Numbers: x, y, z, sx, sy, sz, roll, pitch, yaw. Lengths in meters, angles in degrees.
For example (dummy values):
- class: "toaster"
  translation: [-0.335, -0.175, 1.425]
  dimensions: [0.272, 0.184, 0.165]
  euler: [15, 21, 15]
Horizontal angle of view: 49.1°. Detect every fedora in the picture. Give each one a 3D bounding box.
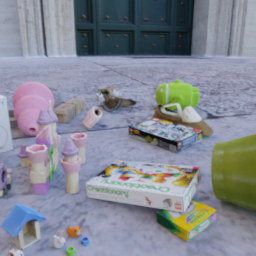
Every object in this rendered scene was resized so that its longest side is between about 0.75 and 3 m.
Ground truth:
- class: "fedora"
  translation: [-4.382, -1.462, 14.108]
  dimensions: [2.475, 1.117, 2.189]
  euler: [-2, 19, -7]

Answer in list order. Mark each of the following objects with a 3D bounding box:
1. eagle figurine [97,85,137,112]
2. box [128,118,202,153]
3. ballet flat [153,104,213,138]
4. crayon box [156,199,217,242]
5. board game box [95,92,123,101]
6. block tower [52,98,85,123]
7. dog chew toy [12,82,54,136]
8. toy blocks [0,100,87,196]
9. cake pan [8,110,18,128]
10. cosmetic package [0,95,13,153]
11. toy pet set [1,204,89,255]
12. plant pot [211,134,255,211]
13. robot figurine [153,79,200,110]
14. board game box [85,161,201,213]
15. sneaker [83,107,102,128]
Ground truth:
- class: "eagle figurine"
  translation: [-0.729, -1.431, 14.378]
  dimensions: [1.443, 1.435, 1.902]
  euler: [-44, 67, -6]
- class: "box"
  translation: [1.337, 0.204, 10.282]
  dimensions: [2.257, 0.450, 1.545]
  euler: [18, 26, 41]
- class: "ballet flat"
  translation: [2.103, -0.428, 11.212]
  dimensions: [0.962, 1.026, 2.837]
  euler: [-21, 28, -35]
- class: "crayon box"
  translation: [1.202, 1.821, 5.772]
  dimensions: [0.952, 0.278, 0.822]
  euler: [-18, 23, -38]
- class: "board game box"
  translation: [-1.132, -1.875, 16.660]
  dimensions: [1.426, 0.244, 0.958]
  euler: [-7, 21, -19]
- class: "block tower"
  translation: [-2.707, -0.839, 13.058]
  dimensions: [0.629, 0.674, 2.331]
  euler: [4, 18, 11]
- class: "dog chew toy"
  translation: [-3.794, -0.700, 11.160]
  dimensions: [1.647, 1.647, 2.645]
  euler: [-4, 38, -13]
- class: "toy blocks"
  translation: [-2.303, 0.435, 7.356]
  dimensions: [2.275, 1.915, 2.126]
  euler: [-1, 19, -3]
- class: "cake pan"
  translation: [-5.378, -0.370, 12.110]
  dimensions: [1.904, 0.349, 1.904]
  euler: [0, 19, 0]
- class: "cosmetic package"
  translation: [-4.895, 0.085, 8.505]
  dimensions: [2.428, 1.830, 0.627]
  euler: [-18, 25, -41]
- class: "toy pet set"
  translation: [-1.593, 1.859, 5.075]
  dimensions: [1.239, 0.705, 1.327]
  euler: [16, 24, 39]
- class: "plant pot"
  translation: [2.962, 0.964, 6.116]
  dimensions: [2.020, 2.098, 2.098]
  euler: [-3, 15, 31]
- class: "robot figurine"
  translation: [2.415, -1.603, 14.212]
  dimensions: [2.271, 1.314, 1.993]
  euler: [3, 39, 3]
- class: "board game box"
  translation: [0.382, 1.296, 6.667]
  dimensions: [2.370, 0.410, 1.496]
  euler: [1, 16, 27]
- class: "sneaker"
  translation: [-1.355, -0.587, 11.730]
  dimensions: [0.569, 0.790, 1.512]
  euler: [39, 23, -10]
